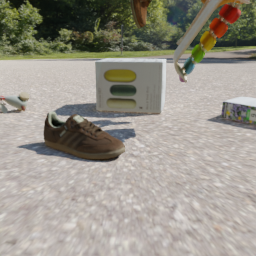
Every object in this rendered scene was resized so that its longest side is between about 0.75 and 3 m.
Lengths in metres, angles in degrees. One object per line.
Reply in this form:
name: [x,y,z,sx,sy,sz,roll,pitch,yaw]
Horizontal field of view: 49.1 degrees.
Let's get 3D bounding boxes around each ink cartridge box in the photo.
ink cartridge box: [4.652,-0.496,9.390,1.401,0.647,2.572,-16,24,-41]

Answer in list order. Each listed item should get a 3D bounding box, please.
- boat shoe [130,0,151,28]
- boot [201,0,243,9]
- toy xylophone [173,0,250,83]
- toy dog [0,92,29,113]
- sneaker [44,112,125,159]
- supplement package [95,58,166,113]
boat shoe: [0.246,-2.351,5.029,0.354,1.042,0.375,-6,5,18]
boot: [3.149,-4.265,9.430,1.257,0.900,0.442,25,42,-21]
toy xylophone: [2.137,-2.694,7.950,0.686,2.729,1.998,31,35,-10]
toy dog: [-4.494,-0.915,10.668,1.495,0.986,0.720,-13,51,-14]
sneaker: [-1.172,0.143,6.855,2.341,0.884,0.824,8,19,25]
supplement package: [0.177,-1.775,11.304,2.547,1.933,1.919,3,17,10]
